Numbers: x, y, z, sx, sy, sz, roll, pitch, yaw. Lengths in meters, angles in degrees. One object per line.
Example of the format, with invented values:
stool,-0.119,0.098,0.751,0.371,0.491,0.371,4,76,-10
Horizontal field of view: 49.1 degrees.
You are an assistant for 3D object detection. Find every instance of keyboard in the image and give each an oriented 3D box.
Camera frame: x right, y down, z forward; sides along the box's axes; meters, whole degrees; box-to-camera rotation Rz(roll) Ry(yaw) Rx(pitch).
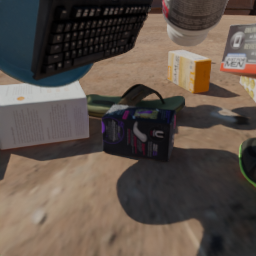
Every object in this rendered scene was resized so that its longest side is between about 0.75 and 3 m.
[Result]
keyboard,-0.313,-1.566,3.966,0.323,1.514,2.521,29,33,15

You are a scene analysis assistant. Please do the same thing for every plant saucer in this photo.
plant saucer,-1.703,-2.105,5.085,0.510,2.839,2.839,-4,17,44

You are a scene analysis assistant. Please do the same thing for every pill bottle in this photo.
pill bottle,1.649,-3.293,6.762,1.574,2.843,1.574,-1,70,3

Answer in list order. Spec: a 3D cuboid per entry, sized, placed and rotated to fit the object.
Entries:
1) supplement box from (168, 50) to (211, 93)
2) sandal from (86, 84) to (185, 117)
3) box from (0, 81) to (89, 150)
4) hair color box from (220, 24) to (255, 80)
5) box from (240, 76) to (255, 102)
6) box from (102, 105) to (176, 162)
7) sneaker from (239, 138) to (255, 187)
supplement box,2.147,-2.074,10.105,0.659,1.129,1.792,-12,28,-19
sandal,0.091,-0.780,7.784,2.981,0.851,1.184,3,26,6
box,-2.066,-0.400,6.780,1.977,1.051,1.505,-8,27,-15
hair color box,2.000,-0.712,3.113,1.713,0.548,0.950,5,11,-31
box,4.338,-1.310,9.142,0.579,0.620,2.991,3,27,6
box,0.242,0.074,6.017,1.442,0.881,0.765,8,27,15
sneaker,2.557,0.750,4.507,0.920,1.004,2.397,-1,26,-3
